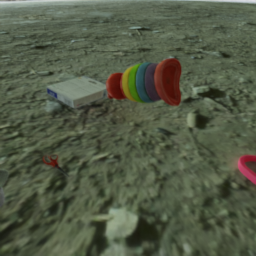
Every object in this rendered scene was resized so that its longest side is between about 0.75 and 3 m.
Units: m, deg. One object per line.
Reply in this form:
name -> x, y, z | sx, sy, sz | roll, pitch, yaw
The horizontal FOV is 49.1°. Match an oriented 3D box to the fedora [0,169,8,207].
fedora -> -3.278, 1.521, 6.134 | 1.490, 0.673, 1.318 | -10, 29, -1

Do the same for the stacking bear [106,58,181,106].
stacking bear -> 0.324, -1.347, 8.659 | 2.295, 1.394, 1.305 | 0, -3, 36

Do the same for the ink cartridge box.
ink cartridge box -> -2.023, -1.541, 11.617 | 1.947, 0.422, 1.912 | -25, 38, -39

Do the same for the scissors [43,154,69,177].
scissors -> -1.963, 1.052, 7.548 | 0.417, 0.079, 1.139 | -14, 37, -28

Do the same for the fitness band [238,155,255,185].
fitness band -> 3.523, 1.128, 7.260 | 0.996, 0.260, 1.387 | -14, 32, -18
